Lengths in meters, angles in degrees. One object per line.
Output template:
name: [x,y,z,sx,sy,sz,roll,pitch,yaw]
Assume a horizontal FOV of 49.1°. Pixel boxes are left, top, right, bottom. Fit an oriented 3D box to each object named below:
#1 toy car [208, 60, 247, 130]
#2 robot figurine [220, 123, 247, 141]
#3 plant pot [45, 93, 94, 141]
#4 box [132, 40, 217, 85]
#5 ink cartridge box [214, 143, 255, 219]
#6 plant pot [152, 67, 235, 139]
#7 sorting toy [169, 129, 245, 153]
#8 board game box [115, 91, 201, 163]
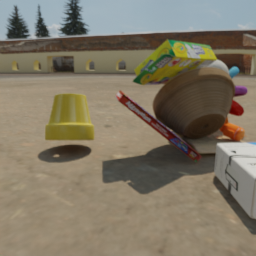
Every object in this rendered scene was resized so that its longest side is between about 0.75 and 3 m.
toy car: [3.679,-1.302,11.414,2.226,2.969,2.598,6,-1,5]
robot figurine: [3.506,0.137,9.330,0.825,0.593,0.481,28,66,37]
plant pot: [-1.910,-0.327,9.201,1.584,1.490,1.584,0,-1,0]
box: [1.352,-1.902,8.446,2.576,0.623,1.511,-13,-15,-45]
ink cartridge box: [3.015,1.045,6.172,1.548,0.894,2.120,-1,14,-3]
plant pot: [2.213,-0.530,8.865,2.672,2.672,1.233,-4,54,-15]
sorting toy: [2.726,0.417,9.668,2.045,0.403,2.210,1,18,-15]
board game box: [0.839,-0.094,8.368,2.863,0.278,1.474,38,5,-12]
